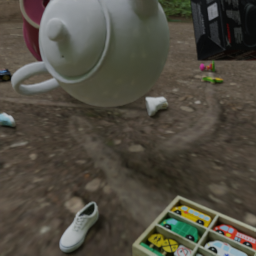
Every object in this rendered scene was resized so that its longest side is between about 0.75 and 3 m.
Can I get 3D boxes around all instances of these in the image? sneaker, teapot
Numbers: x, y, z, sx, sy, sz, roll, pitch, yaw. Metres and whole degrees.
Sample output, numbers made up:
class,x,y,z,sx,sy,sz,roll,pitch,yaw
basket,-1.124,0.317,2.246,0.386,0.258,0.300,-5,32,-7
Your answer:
class,x,y,z,sx,sy,sz,roll,pitch,yaw
sneaker,1.045,-0.808,9.909,0.770,0.491,1.333,-3,24,1
sneaker,-3.890,-0.186,8.838,0.392,0.354,0.957,-33,32,-33
teapot,-0.742,-1.649,5.392,2.779,2.816,2.057,22,19,29
sneaker,-0.849,1.668,4.844,0.371,0.360,1.016,9,27,19

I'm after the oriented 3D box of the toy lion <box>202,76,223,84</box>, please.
class,x,y,z,sx,sy,sz,roll,pitch,yaw
toy lion,4.062,-2.302,13.375,0.786,0.281,0.820,-13,27,-40

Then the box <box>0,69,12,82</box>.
class,x,y,z,sx,sy,sz,roll,pitch,yaw
box,-6.541,-2.511,13.649,1.500,0.345,1.192,-13,28,-25

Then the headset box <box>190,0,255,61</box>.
class,x,y,z,sx,sy,sz,roll,pitch,yaw
headset box,2.916,-2.736,7.074,2.560,1.905,0.989,-8,1,-28

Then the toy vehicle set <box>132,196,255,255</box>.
class,x,y,z,sx,sy,sz,roll,pitch,yaw
toy vehicle set,1.457,1.982,4.235,2.395,0.317,1.488,17,30,32

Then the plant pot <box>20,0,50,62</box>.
class,x,y,z,sx,sy,sz,roll,pitch,yaw
plant pot,-2.317,-3.633,9.588,2.949,2.949,2.640,-1,-5,-2

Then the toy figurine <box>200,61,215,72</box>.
class,x,y,z,sx,sy,sz,roll,pitch,yaw
toy figurine,4.293,-3.301,15.239,0.740,0.603,0.804,1,2,25
